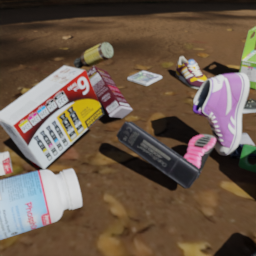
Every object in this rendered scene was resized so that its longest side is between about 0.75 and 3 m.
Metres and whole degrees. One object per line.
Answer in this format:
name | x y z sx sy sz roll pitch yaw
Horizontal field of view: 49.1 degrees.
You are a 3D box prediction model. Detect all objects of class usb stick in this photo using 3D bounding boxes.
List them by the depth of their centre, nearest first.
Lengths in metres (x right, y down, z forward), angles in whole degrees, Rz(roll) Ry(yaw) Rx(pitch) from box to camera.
usb stick | 0.782 0.706 7.484 2.426 0.673 0.396 35 12 11

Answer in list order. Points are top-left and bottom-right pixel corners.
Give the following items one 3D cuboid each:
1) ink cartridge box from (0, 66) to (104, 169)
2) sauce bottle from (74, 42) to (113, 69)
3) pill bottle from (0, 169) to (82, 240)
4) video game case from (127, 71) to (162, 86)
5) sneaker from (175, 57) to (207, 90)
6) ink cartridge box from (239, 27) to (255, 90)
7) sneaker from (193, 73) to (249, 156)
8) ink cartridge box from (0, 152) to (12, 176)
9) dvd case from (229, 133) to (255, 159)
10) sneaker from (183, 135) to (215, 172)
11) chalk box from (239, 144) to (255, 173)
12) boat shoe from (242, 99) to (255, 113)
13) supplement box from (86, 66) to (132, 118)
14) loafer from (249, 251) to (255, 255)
ink cartridge box | -2.043 -0.175 8.279 1.072 2.245 2.557 20 55 39
sauce bottle | -1.469 -2.856 11.333 2.061 0.667 0.667 -6 19 47
pill bottle | -2.413 1.770 6.713 2.421 1.316 1.316 -13 34 -19
video game case | 0.889 -2.666 14.978 1.282 0.165 1.411 23 39 33
sneaker | 3.273 -2.830 14.311 0.945 1.136 2.521 -16 35 -24
ink cartridge box | 6.469 -3.569 14.014 1.023 2.702 1.997 22 38 31
sneaker | 2.574 -0.291 8.447 1.536 2.695 0.977 -10 27 -16
ink cartridge box | -4.094 1.156 8.594 0.916 0.380 0.673 -13 35 -21
dvd case | 3.847 0.609 9.690 0.999 0.164 1.329 0 32 0
sneaker | 2.043 0.934 8.285 0.708 0.854 1.791 17 50 37
chalk box | 4.457 1.074 7.543 2.671 1.667 1.656 8 32 15
boat shoe | 5.283 -0.981 11.910 1.853 0.524 0.636 1 32 2
supplement box | -0.770 -1.357 10.854 2.014 0.613 1.096 58 19 13
loafer | 2.157 2.967 5.050 2.860 1.034 1.041 -28 42 -36
